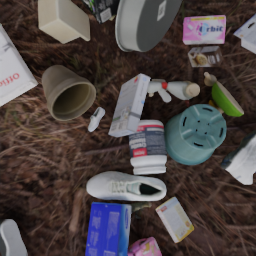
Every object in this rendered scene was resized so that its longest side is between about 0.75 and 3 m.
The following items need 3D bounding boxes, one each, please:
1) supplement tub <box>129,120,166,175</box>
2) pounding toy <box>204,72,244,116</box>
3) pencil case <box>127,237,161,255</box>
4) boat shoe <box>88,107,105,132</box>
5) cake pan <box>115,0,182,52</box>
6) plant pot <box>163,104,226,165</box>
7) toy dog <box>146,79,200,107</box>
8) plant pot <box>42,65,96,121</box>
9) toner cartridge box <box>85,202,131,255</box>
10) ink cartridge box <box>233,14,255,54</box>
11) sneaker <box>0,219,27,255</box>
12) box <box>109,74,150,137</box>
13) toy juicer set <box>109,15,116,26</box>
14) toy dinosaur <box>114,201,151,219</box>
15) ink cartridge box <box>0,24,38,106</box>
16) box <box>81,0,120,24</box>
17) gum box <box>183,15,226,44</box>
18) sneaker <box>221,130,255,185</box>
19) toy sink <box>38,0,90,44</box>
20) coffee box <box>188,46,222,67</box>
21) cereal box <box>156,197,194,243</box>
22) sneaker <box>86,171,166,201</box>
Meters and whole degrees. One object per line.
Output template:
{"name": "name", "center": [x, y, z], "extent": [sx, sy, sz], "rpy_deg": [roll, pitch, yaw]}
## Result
{"name": "supplement tub", "center": [0.537, 0.546, 7.781], "extent": [0.989, 0.989, 1.410], "rpy_deg": [-4, 77, -1]}
{"name": "pounding toy", "center": [2.571, -0.807, 8.152], "extent": [0.721, 1.199, 1.553], "rpy_deg": [-41, 80, 24]}
{"name": "pencil case", "center": [0.666, 3.879, 7.064], "extent": [0.892, 0.854, 2.063], "rpy_deg": [-18, 77, -22]}
{"name": "boat shoe", "center": [-0.993, -0.276, 8.290], "extent": [0.285, 0.259, 0.775], "rpy_deg": [18, 73, 44]}
{"name": "cake pan", "center": [0.707, -3.271, 7.466], "extent": [0.523, 2.852, 2.852], "rpy_deg": [33, 79, 16]}
{"name": "plant pot", "center": [1.830, 0.139, 7.589], "extent": [1.595, 1.562, 1.595], "rpy_deg": [0, 77, -1]}
{"name": "toy dog", "center": [1.240, -0.939, 7.797], "extent": [1.455, 0.960, 0.701], "rpy_deg": [6, 107, 18]}
{"name": "plant pot", "center": [-1.839, -1.131, 8.083], "extent": [1.414, 1.414, 1.227], "rpy_deg": [-35, 64, -7]}
{"name": "toner cartridge box", "center": [-0.544, 3.058, 7.168], "extent": [1.028, 0.467, 2.163], "rpy_deg": [-5, 70, 33]}
{"name": "ink cartridge box", "center": [4.249, -2.871, 8.757], "extent": [1.376, 0.303, 1.401], "rpy_deg": [-41, 64, -17]}
{"name": "sneaker", "center": [-3.244, 3.147, 7.480], "extent": [0.806, 0.575, 1.626], "rpy_deg": [-2, 102, 36]}
{"name": "box", "center": [0.008, -0.583, 7.787], "extent": [0.327, 1.239, 1.589], "rpy_deg": [19, 74, -22]}
{"name": "toy juicer set", "center": [-0.093, -3.503, 9.032], "extent": [0.902, 0.386, 1.418], "rpy_deg": [-46, 56, 0]}
{"name": "toy dinosaur", "center": [0.144, 2.291, 7.784], "extent": [1.024, 0.243, 0.451], "rpy_deg": [-3, 75, -2]}
{"name": "ink cartridge box", "center": [-4.076, -1.884, 7.744], "extent": [1.912, 1.080, 2.610], "rpy_deg": [-31, 95, -5]}
{"name": "box", "center": [-1.017, -4.593, 8.618], "extent": [1.243, 1.485, 1.999], "rpy_deg": [-35, 75, -6]}
{"name": "gum box", "center": [2.275, -2.955, 8.500], "extent": [1.250, 0.413, 0.709], "rpy_deg": [5, 91, 23]}
{"name": "sneaker", "center": [3.438, 0.678, 7.565], "extent": [2.102, 0.783, 0.915], "rpy_deg": [-39, 85, -18]}
{"name": "toy sink", "center": [-1.962, -3.270, 8.634], "extent": [0.830, 1.482, 0.966], "rpy_deg": [-13, 76, 27]}
{"name": "coffee box", "center": [2.279, -2.096, 8.274], "extent": [0.862, 0.487, 0.344], "rpy_deg": [10, 50, 43]}
{"name": "cereal box", "center": [1.272, 2.462, 7.571], "extent": [0.720, 0.198, 1.001], "rpy_deg": [-19, 72, -40]}
{"name": "sneaker", "center": [-0.043, 1.582, 7.617], "extent": [2.235, 0.896, 0.786], "rpy_deg": [2, 79, 2]}
